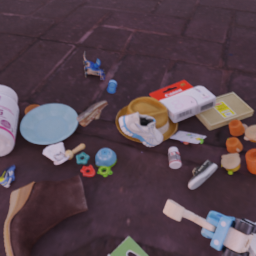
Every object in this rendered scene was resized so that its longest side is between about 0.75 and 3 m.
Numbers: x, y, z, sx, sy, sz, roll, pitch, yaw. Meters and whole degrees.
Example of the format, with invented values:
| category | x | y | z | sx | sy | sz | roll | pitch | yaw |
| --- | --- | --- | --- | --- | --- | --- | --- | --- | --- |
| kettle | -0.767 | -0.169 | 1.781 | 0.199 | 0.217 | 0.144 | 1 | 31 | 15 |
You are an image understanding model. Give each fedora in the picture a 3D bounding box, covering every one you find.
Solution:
| category | x | y | z | sx | sy | sz | roll | pitch | yaw |
| --- | --- | --- | --- | --- | --- | --- | --- | --- | --- |
| fedora | 0.812 | -0.538 | 12.012 | 2.703 | 1.102 | 2.703 | 1 | 46 | -1 |

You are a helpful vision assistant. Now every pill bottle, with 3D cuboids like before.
| category | x | y | z | sx | sy | sz | roll | pitch | yaw |
| --- | --- | --- | --- | --- | --- | --- | --- | --- | --- |
| pill bottle | -5.396 | -0.364 | 11.485 | 1.615 | 1.615 | 2.849 | -8 | 46 | -7 |
| pill bottle | 1.784 | 1.155 | 10.844 | 0.450 | 0.450 | 0.776 | -1 | 46 | -1 |

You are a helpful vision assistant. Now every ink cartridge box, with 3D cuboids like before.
| category | x | y | z | sx | sy | sz | roll | pitch | yaw |
| --- | --- | --- | --- | --- | --- | --- | --- | --- | --- |
| ink cartridge box | -0.501 | 4.469 | 7.411 | 2.805 | 0.832 | 1.456 | -35 | 55 | -28 |
| ink cartridge box | 2.377 | -1.472 | 12.845 | 2.108 | 0.740 | 2.594 | -22 | 47 | -10 |

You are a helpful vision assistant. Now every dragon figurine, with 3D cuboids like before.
| category | x | y | z | sx | sy | sz | roll | pitch | yaw |
| --- | --- | --- | --- | --- | --- | --- | --- | --- | --- |
| dragon figurine | -1.800 | -3.263 | 14.920 | 1.098 | 0.650 | 2.208 | -8 | 47 | -8 |

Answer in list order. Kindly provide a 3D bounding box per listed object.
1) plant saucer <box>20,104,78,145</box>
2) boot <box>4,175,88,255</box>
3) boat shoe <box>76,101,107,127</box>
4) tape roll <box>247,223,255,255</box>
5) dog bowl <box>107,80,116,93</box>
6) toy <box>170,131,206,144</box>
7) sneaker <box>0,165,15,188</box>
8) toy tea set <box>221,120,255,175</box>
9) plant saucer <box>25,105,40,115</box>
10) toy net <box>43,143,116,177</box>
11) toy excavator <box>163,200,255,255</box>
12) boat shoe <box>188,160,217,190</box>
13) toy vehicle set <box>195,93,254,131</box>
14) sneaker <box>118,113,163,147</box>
| category | x | y | z | sx | sy | sz | roll | pitch | yaw |
| --- | --- | --- | --- | --- | --- | --- | --- | --- | --- |
| plant saucer | -3.329 | -0.077 | 12.011 | 2.425 | 0.467 | 2.425 | -1 | 46 | 1 |
| boot | -2.488 | 2.815 | 8.831 | 2.430 | 1.057 | 2.921 | -11 | 44 | -8 |
| boat shoe | -1.458 | -0.602 | 11.792 | 1.517 | 0.545 | 0.574 | -38 | 20 | -18 |
| tape roll | 4.296 | 3.584 | 8.488 | 1.425 | 0.498 | 1.425 | 0 | 47 | 0 |
| dog bowl | -0.785 | -2.014 | 13.663 | 0.422 | 0.756 | 0.187 | 15 | 52 | -3 |
| toy | 2.454 | 0.481 | 11.480 | 1.293 | 0.305 | 0.744 | 8 | 27 | 43 |
| sneaker | -4.418 | 1.777 | 10.337 | 0.388 | 0.432 | 1.051 | -25 | 26 | 15 |
| toy tea set | 4.664 | 0.812 | 11.076 | 1.618 | 1.007 | 2.721 | -9 | 42 | 34 |
| plant saucer | -4.390 | -0.826 | 12.946 | 0.777 | 0.145 | 0.777 | 0 | 47 | 0 |
| toy net | -1.902 | 1.282 | 10.715 | 2.813 | 0.543 | 1.476 | 4 | 49 | 6 |
| toy excavator | 2.368 | 2.865 | 8.182 | 2.239 | 2.177 | 1.118 | 19 | 85 | 39 |
| boat shoe | 2.632 | 1.709 | 10.296 | 1.543 | 0.546 | 0.491 | -28 | 52 | -34 |
| toy vehicle set | 4.282 | -0.794 | 12.791 | 2.356 | 0.312 | 1.464 | -17 | 49 | -16 |
| sneaker | 0.753 | 0.047 | 10.550 | 1.002 | 2.311 | 0.866 | -28 | 56 | 32 |
